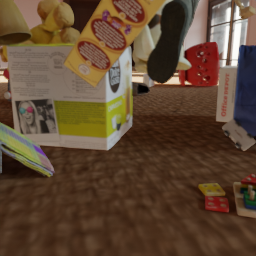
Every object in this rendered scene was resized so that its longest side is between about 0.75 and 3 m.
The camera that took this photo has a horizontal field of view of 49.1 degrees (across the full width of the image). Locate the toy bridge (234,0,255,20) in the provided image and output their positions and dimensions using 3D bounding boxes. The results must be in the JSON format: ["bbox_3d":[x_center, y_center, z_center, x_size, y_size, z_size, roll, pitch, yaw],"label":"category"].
[{"bbox_3d":[2.400,-2.943,5.798,0.203,1.492,0.502,10,-7,-29],"label":"toy bridge"}]

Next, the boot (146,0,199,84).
[{"bbox_3d":[0.898,-1.669,5.102,0.558,1.647,1.076,28,48,13],"label":"boot"}]

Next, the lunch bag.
[{"bbox_3d":[3.592,-0.787,7.042,1.718,1.764,2.597,5,-21,21],"label":"lunch bag"}]

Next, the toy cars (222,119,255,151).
[{"bbox_3d":[3.043,0.250,6.535,1.657,0.743,0.367,8,-17,27],"label":"toy cars"}]

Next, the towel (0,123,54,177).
[{"bbox_3d":[-2.138,0.372,5.574,1.200,0.190,1.671,38,-5,-31],"label":"towel"}]

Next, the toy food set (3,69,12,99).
[{"bbox_3d":[-4.621,-1.845,11.912,1.256,2.631,1.184,-34,-2,31],"label":"toy food set"}]

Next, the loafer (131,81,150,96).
[{"bbox_3d":[0.150,-2.066,14.482,2.354,0.860,0.836,-10,17,-32],"label":"loafer"}]

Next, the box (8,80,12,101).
[{"bbox_3d":[-5.177,-1.809,13.083,0.569,1.062,0.788,8,15,1],"label":"box"}]

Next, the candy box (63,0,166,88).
[{"bbox_3d":[0.087,-2.026,4.500,0.765,2.711,1.581,36,46,-12],"label":"candy box"}]

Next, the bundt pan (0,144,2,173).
[{"bbox_3d":[-2.793,-0.011,5.008,0.692,1.845,1.845,-8,17,-30],"label":"bundt pan"}]

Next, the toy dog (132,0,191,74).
[{"bbox_3d":[0.809,-3.247,8.840,1.803,2.583,2.505,-3,-6,33],"label":"toy dog"}]

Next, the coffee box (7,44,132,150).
[{"bbox_3d":[-1.332,-0.986,7.488,2.442,2.414,2.438,4,16,13],"label":"coffee box"}]

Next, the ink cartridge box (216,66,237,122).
[{"bbox_3d":[4.154,-1.024,8.868,2.476,1.807,1.041,7,17,26],"label":"ink cartridge box"}]

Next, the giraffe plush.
[{"bbox_3d":[-3.096,-2.811,9.319,2.270,2.415,2.799,-28,26,-25],"label":"giraffe plush"}]

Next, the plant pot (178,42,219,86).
[{"bbox_3d":[4.657,-4.222,18.770,2.586,2.840,2.840,-1,15,11],"label":"plant pot"}]

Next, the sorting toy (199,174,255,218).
[{"bbox_3d":[2.058,0.992,4.218,1.950,0.330,0.940,4,15,16],"label":"sorting toy"}]

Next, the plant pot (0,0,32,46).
[{"bbox_3d":[-2.702,-2.422,6.226,0.869,0.932,0.869,-14,5,1],"label":"plant pot"}]

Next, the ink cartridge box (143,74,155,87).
[{"bbox_3d":[1.467,-3.266,19.039,0.468,0.808,1.391,7,16,23],"label":"ink cartridge box"}]
